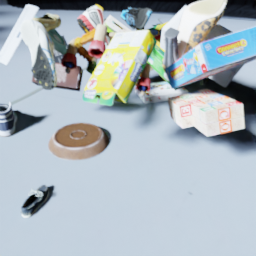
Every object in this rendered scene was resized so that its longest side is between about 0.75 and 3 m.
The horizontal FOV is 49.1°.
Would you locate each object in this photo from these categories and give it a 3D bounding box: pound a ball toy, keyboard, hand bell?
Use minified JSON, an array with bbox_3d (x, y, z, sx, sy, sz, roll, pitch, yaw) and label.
[{"bbox_3d":[-0.194,-3.744,10.701,1.365,0.580,0.890,29,-19,-22],"label":"pound a ball toy"},{"bbox_3d":[-3.377,-2.857,8.575,0.562,1.997,0.106,27,-2,25],"label":"keyboard"},{"bbox_3d":[0.552,-4.035,13.077,1.350,2.592,1.350,-2,32,2],"label":"hand bell"}]

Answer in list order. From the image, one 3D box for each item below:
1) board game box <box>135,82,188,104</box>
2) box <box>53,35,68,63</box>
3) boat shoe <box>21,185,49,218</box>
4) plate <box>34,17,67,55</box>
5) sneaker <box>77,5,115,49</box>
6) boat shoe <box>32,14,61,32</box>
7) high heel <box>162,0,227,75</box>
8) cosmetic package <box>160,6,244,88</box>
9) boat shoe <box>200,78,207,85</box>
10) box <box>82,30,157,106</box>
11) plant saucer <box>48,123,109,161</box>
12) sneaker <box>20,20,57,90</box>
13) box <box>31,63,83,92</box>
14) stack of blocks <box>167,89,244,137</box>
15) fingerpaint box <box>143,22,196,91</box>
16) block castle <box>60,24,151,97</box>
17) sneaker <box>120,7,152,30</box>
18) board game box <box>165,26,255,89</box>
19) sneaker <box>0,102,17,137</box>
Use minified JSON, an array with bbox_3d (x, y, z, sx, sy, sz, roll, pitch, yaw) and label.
[{"bbox_3d":[1.630,-1.797,13.881,2.274,0.394,1.436,-9,32,-15],"label":"board game box"},{"bbox_3d":[-2.783,-2.821,11.368,1.046,1.483,0.585,-24,-4,-10],"label":"box"},{"bbox_3d":[-2.567,1.936,7.720,0.431,0.356,1.152,11,33,18],"label":"boat shoe"},{"bbox_3d":[-2.622,-3.173,9.431,0.216,1.690,1.690,-39,28,15],"label":"plate"},{"bbox_3d":[-0.895,-3.951,12.102,1.214,2.955,1.150,-48,56,-3],"label":"sneaker"},{"bbox_3d":[-2.529,-3.345,8.720,0.533,0.460,1.462,17,37,12],"label":"boat shoe"},{"bbox_3d":[2.141,-2.894,9.128,2.738,1.952,0.978,-39,61,-16],"label":"high heel"},{"bbox_3d":[2.778,-2.959,10.120,2.945,1.049,1.493,38,72,17],"label":"cosmetic package"},{"bbox_3d":[4.119,-2.698,15.294,0.412,0.487,1.367,-1,28,6],"label":"boat shoe"},{"bbox_3d":[-0.242,-1.412,6.887,1.216,0.501,2.072,14,69,43],"label":"box"},{"bbox_3d":[-1.829,0.381,10.304,2.234,0.385,2.234,-1,31,0],"label":"plant saucer"},{"bbox_3d":[-2.282,-2.008,7.641,0.797,0.790,2.199,0,63,-50],"label":"sneaker"},{"bbox_3d":[-2.459,-1.823,9.831,1.618,0.810,0.606,9,-5,4],"label":"box"},{"bbox_3d":[2.075,-0.469,7.936,1.326,0.674,2.302,-13,18,-4],"label":"stack of blocks"},{"bbox_3d":[2.190,-3.341,12.267,2.485,1.093,2.979,-25,60,-22],"label":"fingerpaint box"},{"bbox_3d":[-0.610,-1.912,9.218,1.842,2.757,1.293,-9,63,39],"label":"block castle"},{"bbox_3d":[0.277,-4.411,11.163,0.819,0.732,2.000,29,-2,-23],"label":"sneaker"},{"bbox_3d":[2.562,-1.926,7.668,2.419,0.676,2.368,-19,2,-13],"label":"board game box"},{"bbox_3d":[-4.961,-0.661,11.246,0.752,1.165,2.147,-11,33,-18],"label":"sneaker"}]
